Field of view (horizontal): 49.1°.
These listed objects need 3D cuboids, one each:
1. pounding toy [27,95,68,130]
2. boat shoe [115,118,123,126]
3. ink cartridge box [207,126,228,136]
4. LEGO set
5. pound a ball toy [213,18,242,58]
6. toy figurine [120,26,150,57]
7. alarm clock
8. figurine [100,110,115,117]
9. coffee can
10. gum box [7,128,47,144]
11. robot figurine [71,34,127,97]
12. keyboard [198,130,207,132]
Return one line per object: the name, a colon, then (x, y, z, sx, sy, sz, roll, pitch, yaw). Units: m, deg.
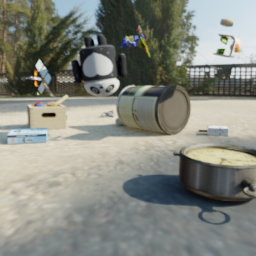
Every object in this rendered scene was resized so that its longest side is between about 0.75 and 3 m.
pounding toy: (-3.771, -0.789, 13.608, 2.079, 1.478, 1.914, -4, 10, -23)
boat shoe: (0.413, -0.507, 14.391, 2.360, 0.735, 0.881, -22, 25, -28)
ink cartridge box: (3.680, 0.120, 11.511, 0.790, 0.327, 0.579, 2, 9, 11)
LEGO set: (-3.242, -1.799, 10.432, 0.300, 0.914, 1.223, 1, 51, 19)
pound a ball toy: (3.548, -3.033, 9.688, 0.770, 1.182, 1.813, 19, 19, 22)
toy figurine: (0.107, -1.747, 5.945, 0.535, 0.471, 0.892, -18, 39, 8)
alarm clock: (1.850, 0.864, 5.182, 1.648, 0.813, 2.443, -1, 7, -8)
figurine: (-1.325, -0.855, 17.889, 0.894, 0.395, 0.917, -8, 9, 3)
coffee can: (1.047, -0.859, 12.305, 1.993, 1.993, 2.723, -7, 11, -39)
gum box: (-3.699, 0.277, 10.458, 1.311, 0.344, 1.543, -2, 9, -16)
robot figurine: (-1.083, -2.285, 10.465, 1.679, 2.235, 1.394, 1, 13, 42)
keyboard: (3.571, 0.142, 12.160, 0.929, 0.096, 0.590, 0, 2, 3)
